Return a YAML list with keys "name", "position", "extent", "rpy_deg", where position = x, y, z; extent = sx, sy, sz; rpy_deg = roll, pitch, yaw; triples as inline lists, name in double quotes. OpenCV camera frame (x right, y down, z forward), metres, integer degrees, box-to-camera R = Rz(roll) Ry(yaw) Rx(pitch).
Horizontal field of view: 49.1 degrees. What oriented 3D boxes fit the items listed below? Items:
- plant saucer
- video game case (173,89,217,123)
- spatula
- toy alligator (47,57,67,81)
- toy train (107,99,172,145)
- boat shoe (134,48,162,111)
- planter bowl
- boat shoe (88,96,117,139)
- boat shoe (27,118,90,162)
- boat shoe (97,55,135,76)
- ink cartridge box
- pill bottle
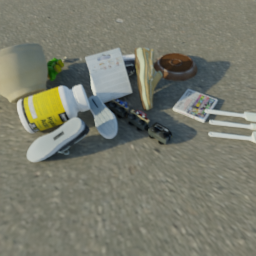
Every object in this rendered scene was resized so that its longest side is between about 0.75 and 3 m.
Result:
- name: "plant saucer"
  position: [1.931, -2.540, 11.339]
  extent: [1.788, 0.308, 1.788]
  rpy_deg: [1, 46, -1]
- name: "video game case"
  position: [2.354, -0.798, 9.786]
  extent: [1.146, 0.144, 1.257]
  rpy_deg: [25, 50, 22]
- name: "spatula"
  position: [3.570, -0.069, 8.998]
  extent: [2.095, 0.168, 1.456]
  rpy_deg: [7, 48, 0]
- name: "toy alligator"
  position: [-2.863, -2.481, 10.959]
  extent: [0.580, 0.531, 1.957]
  rpy_deg: [-30, 30, 26]
- name: "toy train"
  position: [0.332, -0.291, 9.097]
  extent: [2.577, 0.440, 0.590]
  rpy_deg: [33, 53, 27]
- name: "boat shoe"
  position: [0.763, -1.769, 9.758]
  extent: [0.894, 0.842, 2.349]
  rpy_deg: [-5, 76, -2]
- name: "planter bowl"
  position: [-3.631, -1.712, 9.456]
  extent: [2.142, 2.142, 1.442]
  rpy_deg: [-25, 94, -22]
- name: "boat shoe"
  position: [-0.762, -0.323, 8.992]
  extent: [0.673, 0.580, 1.871]
  rpy_deg: [-32, 52, 4]
- name: "boat shoe"
  position: [-2.017, 0.432, 8.184]
  extent: [1.954, 0.667, 0.721]
  rpy_deg: [-37, 55, 4]
- name: "boat shoe"
  position: [-0.084, -2.361, 10.876]
  extent: [2.281, 0.818, 0.773]
  rpy_deg: [-7, 83, -26]
- name: "ink cartridge box"
  position: [-0.706, -1.797, 9.798]
  extent: [1.337, 1.648, 0.413]
  rpy_deg: [-21, 12, -19]
- name: "pill bottle"
  position: [-2.272, -0.649, 8.743]
  extent: [2.008, 1.118, 1.118]
  rpy_deg: [-20, 48, -2]
